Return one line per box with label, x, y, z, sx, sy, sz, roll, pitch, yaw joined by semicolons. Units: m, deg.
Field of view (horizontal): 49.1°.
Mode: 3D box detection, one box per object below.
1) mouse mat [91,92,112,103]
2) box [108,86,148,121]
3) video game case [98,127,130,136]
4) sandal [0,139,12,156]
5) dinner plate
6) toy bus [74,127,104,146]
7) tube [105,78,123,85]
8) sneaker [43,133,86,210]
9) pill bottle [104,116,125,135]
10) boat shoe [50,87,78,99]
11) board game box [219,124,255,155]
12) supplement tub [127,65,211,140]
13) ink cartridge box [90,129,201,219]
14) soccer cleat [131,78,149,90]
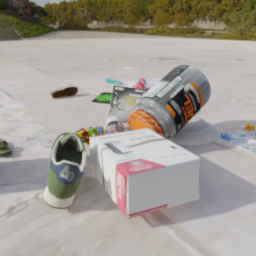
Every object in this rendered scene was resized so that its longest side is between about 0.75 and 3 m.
mouse mat;-0.798;-1.591;14.807;1.944;0.073;1.564;4;27;19
box;0.129;-0.959;11.697;1.798;1.424;0.435;12;3;25
video game case;-0.105;0.302;10.410;1.914;0.182;1.367;-7;23;-13
sandal;-4.304;0.595;9.424;0.538;0.387;1.355;-15;27;-31
dinner plate;2.229;-0.036;11.084;2.675;0.324;2.675;0;21;0
toy bus;-1.343;0.302;9.543;1.110;0.574;1.047;-11;8;7
tube;-0.916;-2.995;18.208;1.160;0.292;0.449;16;40;23
sneaker;-1.525;0.655;7.445;0.992;1.329;2.960;17;26;-14
pill bottle;-0.458;0.176;9.528;0.705;0.705;1.212;-2;38;-4
boat shoe;-3.550;-1.993;15.439;1.548;0.558;0.557;-20;31;-26
board game box;4.584;0.396;10.101;1.828;0.237;1.829;-14;27;-32
supplement tub;1.414;-0.757;9.783;1.780;1.780;2.905;23;56;42
ink cartridge box;0.292;0.969;7.258;1.945;1.132;2.670;-8;17;-22
soccer cleat;0.759;-2.230;15.876;0.987;0.861;2.582;47;14;-4
